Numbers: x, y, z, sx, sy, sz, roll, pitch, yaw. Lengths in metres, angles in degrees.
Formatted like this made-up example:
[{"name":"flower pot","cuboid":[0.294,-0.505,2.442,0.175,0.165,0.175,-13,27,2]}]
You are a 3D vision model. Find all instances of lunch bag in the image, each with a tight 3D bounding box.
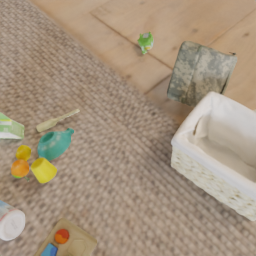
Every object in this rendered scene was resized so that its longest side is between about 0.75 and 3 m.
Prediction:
[{"name":"lunch bag","cuboid":[2.211,-1.489,8.367,1.573,1.875,1.307,24,19,23]}]

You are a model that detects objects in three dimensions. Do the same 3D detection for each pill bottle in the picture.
[{"name":"pill bottle","cuboid":[-3.112,2.106,6.660,1.271,0.691,0.691,13,56,31]}]

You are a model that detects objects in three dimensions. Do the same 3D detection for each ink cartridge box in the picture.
[{"name":"ink cartridge box","cuboid":[-3.793,-0.080,7.459,1.392,1.913,0.459,1,79,1]}]

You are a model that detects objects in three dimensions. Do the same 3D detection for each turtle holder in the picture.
[{"name":"turtle holder","cuboid":[0.687,-3.092,10.215,0.554,0.518,0.730,-21,54,12]}]

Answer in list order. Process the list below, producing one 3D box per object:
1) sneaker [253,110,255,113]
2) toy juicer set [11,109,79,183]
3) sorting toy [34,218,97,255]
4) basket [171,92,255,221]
[{"name":"sneaker","cuboid":[4.249,-0.530,7.892,1.009,0.858,2.281,13,15,42]},{"name":"toy juicer set","cuboid":[-2.303,0.534,7.870,1.568,0.671,2.464,-11,38,26]},{"name":"sorting toy","cuboid":[-1.278,2.991,6.518,1.614,0.216,1.202,27,61,17]},{"name":"basket","cuboid":[2.640,0.766,7.041,2.808,1.732,1.903,33,63,20]}]
